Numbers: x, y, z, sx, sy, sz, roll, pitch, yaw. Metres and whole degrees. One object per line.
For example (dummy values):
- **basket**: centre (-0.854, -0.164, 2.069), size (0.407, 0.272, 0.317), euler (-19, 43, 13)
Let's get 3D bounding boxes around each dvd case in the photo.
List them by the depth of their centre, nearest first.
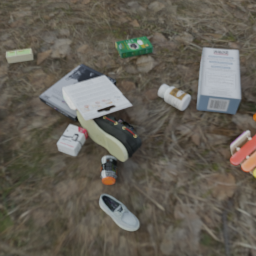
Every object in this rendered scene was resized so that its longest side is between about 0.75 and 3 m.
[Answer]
- **dvd case**: centre (-2.024, -1.535, 11.491), size (1.940, 0.319, 2.581), euler (29, 57, 21)

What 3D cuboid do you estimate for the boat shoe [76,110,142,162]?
- **boat shoe**: centre (-0.741, 0.073, 9.658), size (0.893, 1.043, 2.851), euler (-35, 50, -27)

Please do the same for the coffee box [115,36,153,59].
- **coffee box**: centre (0.274, -3.832, 13.310), size (1.599, 0.352, 0.983), euler (-15, 52, -12)

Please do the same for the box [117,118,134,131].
- **box**: centre (-0.314, 0.104, 10.251), size (0.684, 0.211, 0.857), euler (33, 58, 25)

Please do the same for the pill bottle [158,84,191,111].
- **pill bottle**: centre (1.792, -1.230, 11.015), size (1.178, 0.674, 0.674), euler (33, 58, 24)

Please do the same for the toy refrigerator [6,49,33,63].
- **toy refrigerator**: centre (-4.986, -3.324, 12.880), size (1.114, 0.390, 0.423), euler (-11, 52, -8)

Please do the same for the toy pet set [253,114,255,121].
- **toy pet set**: centre (5.669, -1.008, 10.360), size (1.095, 2.062, 1.925), euler (24, 28, -4)

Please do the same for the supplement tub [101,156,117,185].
- **supplement tub**: centre (-0.620, 1.370, 9.031), size (0.517, 0.517, 0.843), euler (-1, 50, 0)

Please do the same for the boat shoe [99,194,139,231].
- **boat shoe**: centre (-0.293, 2.450, 8.169), size (1.431, 0.509, 0.499), euler (32, 58, 23)

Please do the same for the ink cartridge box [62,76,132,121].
- **ink cartridge box**: centre (-1.171, -0.992, 10.274), size (1.827, 0.569, 2.271), euler (-20, 47, -22)

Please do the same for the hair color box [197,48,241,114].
- **hair color box**: centre (3.683, -1.997, 11.434), size (1.483, 0.908, 2.996), euler (8, 52, 10)

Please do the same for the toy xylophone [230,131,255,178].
- **toy xylophone**: centre (4.586, 1.044, 9.012), size (2.477, 0.622, 1.813), euler (37, 75, 28)

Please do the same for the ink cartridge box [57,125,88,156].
- **ink cartridge box**: centre (-1.951, 0.430, 9.858), size (0.698, 0.401, 0.961), euler (17, 53, 13)
